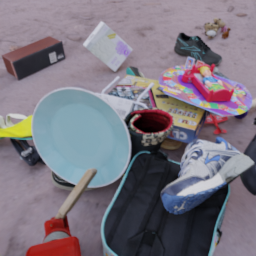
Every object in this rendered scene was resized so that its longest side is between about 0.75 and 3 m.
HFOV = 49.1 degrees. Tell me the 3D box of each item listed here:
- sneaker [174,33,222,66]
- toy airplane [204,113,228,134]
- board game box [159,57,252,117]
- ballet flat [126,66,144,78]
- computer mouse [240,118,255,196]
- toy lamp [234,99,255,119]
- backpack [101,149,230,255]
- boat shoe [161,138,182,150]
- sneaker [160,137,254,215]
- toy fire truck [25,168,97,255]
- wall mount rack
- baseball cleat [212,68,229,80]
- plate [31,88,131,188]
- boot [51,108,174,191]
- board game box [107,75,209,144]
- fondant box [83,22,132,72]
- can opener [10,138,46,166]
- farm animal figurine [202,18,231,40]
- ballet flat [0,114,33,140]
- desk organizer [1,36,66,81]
[{"bbox_3d":[2.825,-3.196,11.403,2.152,0.853,0.811,29,49,25],"label":"sneaker"},{"bbox_3d":[2.737,-0.132,8.705,0.960,0.177,0.960,3,43,-3],"label":"toy airplane"},{"bbox_3d":[2.051,-1.219,7.284,2.485,0.484,1.963,24,41,18],"label":"board game box"},{"bbox_3d":[0.410,-1.630,9.795,0.545,0.542,1.595,-2,50,-23],"label":"ballet flat"},{"bbox_3d":[2.647,0.458,5.782,0.481,1.264,1.826,16,84,5],"label":"computer mouse"},{"bbox_3d":[4.483,-0.950,9.127,2.509,0.730,0.730,-17,46,-22],"label":"toy lamp"},{"bbox_3d":[0.623,1.894,5.381,2.122,1.851,2.414,20,39,13],"label":"backpack"},{"bbox_3d":[1.299,-0.374,8.524,0.849,0.768,2.382,5,44,5],"label":"boat shoe"},{"bbox_3d":[1.197,0.713,4.782,2.194,0.845,0.934,-14,59,-43],"label":"sneaker"},{"bbox_3d":[-0.995,1.887,4.588,1.434,1.962,2.229,-10,84,-11],"label":"toy fire truck"},{"bbox_3d":[-0.169,-0.680,7.629,1.923,0.717,1.671,15,81,24],"label":"wall mount rack"},{"bbox_3d":[3.358,-1.969,10.402,0.863,0.459,0.301,27,63,32],"label":"baseball cleat"},{"bbox_3d":[-0.977,0.224,5.851,2.258,2.258,0.289,14,27,14],"label":"plate"},{"bbox_3d":[-0.387,0.484,6.479,2.787,2.105,1.006,-7,56,-17],"label":"boot"},{"bbox_3d":[0.777,-0.635,7.896,2.823,0.488,1.912,16,43,24],"label":"board game box"},{"bbox_3d":[-0.741,-3.008,10.462,1.093,1.515,0.441,-50,34,8],"label":"fondant box"},{"bbox_3d":[-2.873,0.597,7.756,1.599,0.629,0.507,29,65,36],"label":"can opener"},{"bbox_3d":[4.135,-4.746,13.092,1.326,0.699,1.341,-8,45,-8],"label":"farm animal figurine"},{"bbox_3d":[-3.346,-0.008,7.724,2.130,0.714,0.712,-4,14,22],"label":"ballet flat"},{"bbox_3d":[-3.674,-2.798,11.027,0.861,0.802,2.237,32,52,32],"label":"desk organizer"}]
